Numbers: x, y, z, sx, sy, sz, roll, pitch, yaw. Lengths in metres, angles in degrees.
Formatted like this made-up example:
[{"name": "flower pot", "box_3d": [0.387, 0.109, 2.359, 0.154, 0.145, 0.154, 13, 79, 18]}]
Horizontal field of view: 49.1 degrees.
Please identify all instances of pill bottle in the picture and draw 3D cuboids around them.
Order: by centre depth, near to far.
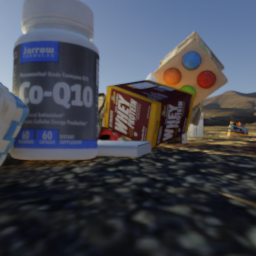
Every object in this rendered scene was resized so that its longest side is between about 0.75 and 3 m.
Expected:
[{"name": "pill bottle", "box_3d": [-1.406, -0.873, 5.539, 1.669, 2.933, 1.669, 1, -3, 0]}]

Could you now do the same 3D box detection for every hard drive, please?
[{"name": "hard drive", "box_3d": [-0.600, 0.478, 6.797, 2.067, 0.276, 1.364, 1, 1, 17]}]

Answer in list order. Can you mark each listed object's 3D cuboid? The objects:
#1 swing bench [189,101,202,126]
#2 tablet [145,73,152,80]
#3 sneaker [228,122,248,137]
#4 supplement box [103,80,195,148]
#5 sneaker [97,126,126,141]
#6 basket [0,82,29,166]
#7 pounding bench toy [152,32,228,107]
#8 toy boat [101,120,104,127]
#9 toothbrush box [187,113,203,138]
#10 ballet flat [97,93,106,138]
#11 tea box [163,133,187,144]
[{"name": "swing bench", "box_3d": [1.400, -0.754, 12.246, 2.863, 1.867, 2.878, 2, 18, 37]}, {"name": "tablet", "box_3d": [0.473, -1.568, 11.580, 0.106, 1.559, 1.014, 37, 20, -7]}, {"name": "sneaker", "box_3d": [5.919, 0.083, 14.950, 0.758, 0.748, 1.936, -1, -2, 38]}, {"name": "supplement box", "box_3d": [0.615, -0.526, 8.399, 1.897, 1.277, 1.923, 25, 29, 37]}, {"name": "sneaker", "box_3d": [-0.769, 0.282, 8.772, 0.694, 0.629, 1.633, -8, 6, -40]}, {"name": "basket", "box_3d": [-2.947, -0.362, 3.925, 2.244, 1.770, 2.545, 33, 4, 40]}, {"name": "pounding bench toy", "box_3d": [1.869, -1.739, 10.449, 2.962, 1.840, 2.310, -38, 11, 27]}, {"name": "toy boat", "box_3d": [-1.804, -0.076, 9.439, 1.875, 1.037, 2.231, -16, 5, 5]}, {"name": "toothbrush box", "box_3d": [3.020, -0.160, 14.472, 0.731, 1.237, 1.698, 0, 1, -28]}, {"name": "ballet flat", "box_3d": [-1.160, -0.396, 8.689, 0.872, 0.898, 2.522, -1, 30, 14]}, {"name": "tea box", "box_3d": [1.577, 0.105, 9.887, 0.872, 0.886, 0.592, 0, 1, -12]}]
